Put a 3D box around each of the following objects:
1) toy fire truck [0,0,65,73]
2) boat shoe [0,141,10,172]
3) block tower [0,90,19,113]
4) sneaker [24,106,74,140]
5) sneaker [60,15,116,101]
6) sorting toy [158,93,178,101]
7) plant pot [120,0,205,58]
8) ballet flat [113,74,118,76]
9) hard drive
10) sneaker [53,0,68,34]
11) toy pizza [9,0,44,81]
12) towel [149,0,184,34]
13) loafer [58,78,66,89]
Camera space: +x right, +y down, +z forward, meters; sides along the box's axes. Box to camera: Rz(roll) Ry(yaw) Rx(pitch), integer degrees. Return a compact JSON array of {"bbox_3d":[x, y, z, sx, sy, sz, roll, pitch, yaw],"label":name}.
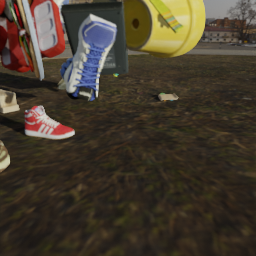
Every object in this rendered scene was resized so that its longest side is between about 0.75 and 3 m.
[{"bbox_3d":[-2.766,-2.855,7.547,2.176,2.591,1.453,-16,-17,17],"label":"toy fire truck"},{"bbox_3d":[-3.052,0.775,5.677,0.696,0.698,1.886,-1,19,-2],"label":"boat shoe"},{"bbox_3d":[-5.375,-1.175,11.239,2.455,0.710,0.663,16,25,35],"label":"block tower"},{"bbox_3d":[-2.322,-0.180,8.126,1.545,0.869,0.550,4,20,11],"label":"sneaker"},{"bbox_3d":[-0.729,-1.101,5.289,0.713,1.766,1.020,7,55,-31],"label":"sneaker"},{"bbox_3d":[1.769,-1.424,12.737,0.756,0.151,1.023,-6,23,-3],"label":"sorting toy"},{"bbox_3d":[0.929,-3.662,9.697,2.631,2.631,2.476,16,29,38],"label":"plant pot"},{"bbox_3d":[-0.514,-2.365,11.536,0.263,0.262,0.784,-12,42,30],"label":"ballet flat"},{"bbox_3d":[-0.884,-2.516,8.239,1.646,2.359,0.388,-2,57,3],"label":"hard drive"},{"bbox_3d":[-2.702,-3.899,9.889,1.098,1.286,2.917,-4,42,12],"label":"sneaker"},{"bbox_3d":[-2.073,-1.908,5.623,0.311,1.964,1.964,-15,23,-16],"label":"toy pizza"},{"bbox_3d":[0.836,-3.172,7.277,0.148,1.644,0.707,-36,9,33],"label":"towel"},{"bbox_3d":[-1.734,-1.407,8.017,0.271,0.778,0.293,58,17,21],"label":"loafer"}]
